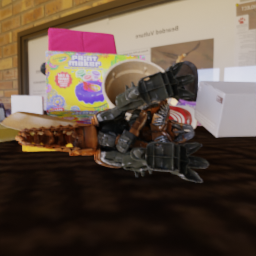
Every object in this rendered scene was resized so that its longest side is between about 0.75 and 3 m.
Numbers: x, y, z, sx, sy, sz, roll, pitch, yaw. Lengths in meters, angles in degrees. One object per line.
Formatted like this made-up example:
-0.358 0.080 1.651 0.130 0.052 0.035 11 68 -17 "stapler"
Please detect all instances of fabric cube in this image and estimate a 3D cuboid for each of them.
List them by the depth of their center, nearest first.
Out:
-2.020 -2.168 12.226 2.871 2.862 2.817 -1 -29 -17 "fabric cube"

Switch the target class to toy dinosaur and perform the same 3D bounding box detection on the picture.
0.012 0.137 3.210 2.264 1.156 1.537 -27 6 -38 "toy dinosaur"

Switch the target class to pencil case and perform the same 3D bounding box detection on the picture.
2.721 -0.545 9.999 2.210 0.945 0.928 -3 45 -20 "pencil case"

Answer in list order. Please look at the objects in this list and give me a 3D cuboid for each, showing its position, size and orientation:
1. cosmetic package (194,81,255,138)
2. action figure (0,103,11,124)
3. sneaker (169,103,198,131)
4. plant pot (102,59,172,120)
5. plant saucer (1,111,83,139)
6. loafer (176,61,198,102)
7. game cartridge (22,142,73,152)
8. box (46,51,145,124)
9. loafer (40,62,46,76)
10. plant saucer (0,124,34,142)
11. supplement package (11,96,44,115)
3.197 -0.519 7.054 2.669 1.204 1.426 -3 22 -7 "cosmetic package"
-5.392 -0.403 9.899 1.505 0.802 2.312 13 16 41 "action figure"
0.682 -0.394 8.348 1.445 0.980 2.502 -2 3 -37 "sneaker"
0.143 -0.528 6.277 1.474 1.474 1.349 0 -29 -6 "plant pot"
-1.844 -0.097 6.311 1.850 0.327 1.850 11 3 0 "plant saucer"
2.390 -1.370 11.903 1.059 2.969 1.084 -34 39 -17 "loafer"
-1.380 0.275 4.937 0.797 0.147 0.904 -1 3 -12 "game cartridge"
-1.069 -1.071 8.739 2.732 1.667 2.632 0 -9 -11 "box"
-2.097 -2.059 10.056 2.066 0.725 0.702 5 -26 -26 "loafer"
-2.765 0.093 6.203 1.267 0.307 1.267 3 6 29 "plant saucer"
-3.891 -0.693 10.987 1.094 1.102 1.452 -1 5 -15 "supplement package"
